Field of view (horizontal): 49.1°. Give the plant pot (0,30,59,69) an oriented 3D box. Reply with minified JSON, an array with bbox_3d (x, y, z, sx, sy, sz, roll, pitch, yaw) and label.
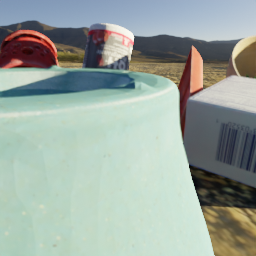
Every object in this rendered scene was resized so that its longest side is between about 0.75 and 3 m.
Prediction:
[{"bbox_3d":[-3.948,-2.426,11.244,2.493,2.493,2.270,-2,55,-7],"label":"plant pot"}]

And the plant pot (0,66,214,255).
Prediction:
[{"bbox_3d":[-0.546,0.817,1.702,2.418,2.272,2.418,1,16,0],"label":"plant pot"}]

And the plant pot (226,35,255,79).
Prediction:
[{"bbox_3d":[4.375,-1.294,9.042,2.838,1.906,2.838,3,59,-4],"label":"plant pot"}]

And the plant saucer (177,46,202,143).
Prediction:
[{"bbox_3d":[1.390,-0.662,6.666,0.341,1.853,1.856,12,48,1],"label":"plant saucer"}]

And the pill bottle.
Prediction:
[{"bbox_3d":[-0.839,-2.020,10.004,1.625,2.936,1.625,11,1,0],"label":"pill bottle"}]

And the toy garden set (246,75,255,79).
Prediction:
[{"bbox_3d":[4.605,-1.099,7.669,2.229,0.534,2.674,11,6,-16],"label":"toy garden set"}]

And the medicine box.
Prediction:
[{"bbox_3d":[2.732,-0.022,5.525,2.393,1.352,2.627,17,28,33],"label":"medicine box"}]
